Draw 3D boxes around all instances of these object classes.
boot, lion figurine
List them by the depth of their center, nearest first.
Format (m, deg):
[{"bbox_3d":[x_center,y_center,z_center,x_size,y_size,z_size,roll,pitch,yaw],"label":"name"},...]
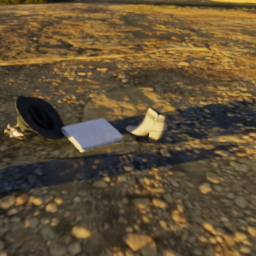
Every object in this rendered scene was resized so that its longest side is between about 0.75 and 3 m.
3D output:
[{"bbox_3d":[-4.203,0.220,10.777,1.268,0.460,0.777,34,4,41],"label":"lion figurine"},{"bbox_3d":[0.730,-0.172,10.780,1.641,1.199,0.576,23,18,25],"label":"boot"}]

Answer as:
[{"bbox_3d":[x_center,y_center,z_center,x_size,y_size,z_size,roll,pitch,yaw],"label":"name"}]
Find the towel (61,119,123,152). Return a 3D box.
[{"bbox_3d":[-1.392,0.240,10.909,1.870,0.301,1.786,-13,34,-32],"label":"towel"}]

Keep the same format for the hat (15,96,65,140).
[{"bbox_3d":[-3.554,-0.170,10.872,0.946,2.345,2.345,-42,27,18],"label":"hat"}]
